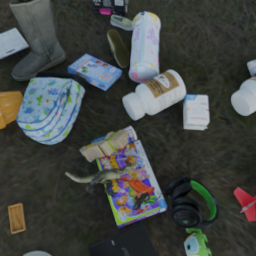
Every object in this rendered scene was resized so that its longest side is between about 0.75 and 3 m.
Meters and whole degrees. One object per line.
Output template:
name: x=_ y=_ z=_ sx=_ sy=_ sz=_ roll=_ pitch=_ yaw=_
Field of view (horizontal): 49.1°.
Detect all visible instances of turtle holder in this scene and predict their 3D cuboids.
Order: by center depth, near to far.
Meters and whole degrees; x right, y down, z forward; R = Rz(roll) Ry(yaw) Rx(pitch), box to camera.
turtle holder: x=2.170 y=3.699 z=8.967 sx=0.730 sy=0.781 sz=1.028 roll=-18 pitch=76 yaw=11

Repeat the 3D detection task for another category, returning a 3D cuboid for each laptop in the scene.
laptop: x=-0.090 y=4.150 z=8.781 sx=1.782 sy=1.033 sz=1.669 roll=-20 pitch=72 yaw=-21

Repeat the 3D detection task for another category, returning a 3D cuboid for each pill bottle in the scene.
pill bottle: x=-0.200 y=0.356 z=9.975 sx=0.896 sy=0.537 sz=0.537 roll=-24 pitch=69 yaw=-8
pill bottle: x=0.971 y=-1.218 z=10.768 sx=2.209 sy=1.263 sz=1.263 roll=-28 pitch=70 yaw=-12
pill bottle: x=5.226 y=-1.456 z=10.854 sx=2.352 sy=1.305 sz=1.305 roll=-30 pitch=70 yaw=-12

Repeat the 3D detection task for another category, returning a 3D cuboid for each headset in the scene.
headset: x=1.599 y=2.442 z=9.070 sx=2.816 sy=1.323 sz=1.739 roll=14 pitch=39 yaw=-25

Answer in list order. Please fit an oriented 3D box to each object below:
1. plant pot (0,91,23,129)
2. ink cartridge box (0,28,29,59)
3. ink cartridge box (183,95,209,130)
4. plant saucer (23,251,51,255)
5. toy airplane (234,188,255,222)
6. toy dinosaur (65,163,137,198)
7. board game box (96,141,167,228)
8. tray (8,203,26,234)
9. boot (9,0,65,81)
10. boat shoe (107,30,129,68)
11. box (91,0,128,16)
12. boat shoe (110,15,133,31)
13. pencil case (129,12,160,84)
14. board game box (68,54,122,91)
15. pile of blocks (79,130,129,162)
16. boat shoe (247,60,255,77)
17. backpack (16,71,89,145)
plant pot: x=-4.633 y=-0.782 z=10.631 sx=1.305 sy=1.425 sz=1.425 roll=-22 pitch=68 yaw=-26
ink cartridge box: x=-5.242 y=-3.502 z=12.083 sx=1.587 sy=0.323 sz=1.590 roll=-30 pitch=59 yaw=-16
ink cartridge box: x=2.576 y=-0.512 z=10.729 sx=0.818 sy=0.797 sz=1.273 roll=4 pitch=67 yaw=2
plant saucer: x=-2.963 y=4.795 z=8.675 sx=1.778 sy=0.446 sz=1.778 roll=0 pitch=68 yaw=0
toy airplane: x=4.851 y=2.277 z=9.681 sx=2.702 sy=0.497 sz=2.702 roll=2 pitch=80 yaw=-9
toy dinosaur: x=-0.872 y=1.717 z=9.135 sx=2.474 sy=0.587 sz=1.090 roll=-8 pitch=35 yaw=2
board game box: x=0.045 y=1.887 z=9.715 sx=1.721 sy=0.573 sz=2.559 roll=-19 pitch=63 yaw=-8
tray: x=-3.792 y=3.085 z=9.552 sx=0.444 sy=0.167 sz=0.901 roll=-15 pitch=69 yaw=-7
boot: x=-3.820 y=-3.454 z=10.835 sx=2.589 sy=2.847 sz=1.033 roll=-37 pitch=62 yaw=-17
boat shoe: x=-0.443 y=-3.343 z=12.059 sx=0.630 sy=0.579 sz=1.762 roll=-21 pitch=84 yaw=-16
box: x=-0.826 y=-5.914 z=12.891 sx=1.580 sy=1.044 sz=0.906 roll=6 pitch=67 yaw=3
boat shoe: x=-0.201 y=-4.788 z=12.758 sx=1.285 sy=0.399 sz=0.463 roll=14 pitch=69 yaw=6
pencil case: x=0.708 y=-3.326 z=11.634 sx=1.232 sy=1.345 sz=2.965 roll=3 pitch=68 yaw=1
board game box: x=-1.348 y=-2.314 z=11.495 sx=1.779 sy=0.325 sz=1.345 roll=27 pitch=46 yaw=12
pile of blocks: x=-0.723 y=0.667 z=9.631 sx=2.031 sy=0.631 sz=0.834 roll=-20 pitch=22 yaw=31
boat shoe: x=6.050 y=-2.792 z=11.708 sx=2.107 sy=0.775 sz=0.703 roll=-16 pitch=69 yaw=-6
backpack: x=-2.882 y=-0.760 z=10.339 sx=2.208 sy=2.081 sz=2.707 roll=9 pitch=83 yaw=19
